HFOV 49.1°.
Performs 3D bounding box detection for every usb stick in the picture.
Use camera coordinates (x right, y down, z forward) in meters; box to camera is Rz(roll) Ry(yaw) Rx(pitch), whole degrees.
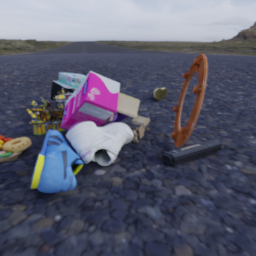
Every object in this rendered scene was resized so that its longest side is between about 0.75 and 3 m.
[{"bbox_3d":[1.942,0.711,8.384,2.062,0.336,0.572,-12,20,-29],"label":"usb stick"}]

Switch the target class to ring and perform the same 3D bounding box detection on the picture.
[{"bbox_3d":[1.776,-0.828,8.619,0.278,2.901,2.901,12,19,-2],"label":"ring"}]

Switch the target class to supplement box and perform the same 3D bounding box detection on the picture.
[{"bbox_3d":[-1.272,-0.693,9.190,1.117,1.093,2.161,20,-34,-26],"label":"supplement box"}]

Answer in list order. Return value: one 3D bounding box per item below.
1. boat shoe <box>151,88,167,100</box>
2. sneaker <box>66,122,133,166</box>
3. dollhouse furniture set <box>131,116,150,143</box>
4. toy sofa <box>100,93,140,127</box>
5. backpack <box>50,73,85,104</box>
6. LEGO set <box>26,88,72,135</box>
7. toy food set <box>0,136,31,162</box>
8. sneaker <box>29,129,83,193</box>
[{"bbox_3d":[1.645,-1.913,15.654,0.612,0.665,1.862,1,14,27],"label":"boat shoe"},{"bbox_3d":[-0.651,0.536,8.317,2.644,0.990,1.317,-1,56,-54],"label":"sneaker"},{"bbox_3d":[0.464,0.026,9.473,0.507,0.780,0.716,16,44,33],"label":"dollhouse furniture set"},{"bbox_3d":[-0.418,-0.412,9.810,0.836,0.985,2.020,19,-17,-18],"label":"toy sofa"},{"bbox_3d":[-2.501,-1.813,13.704,2.125,1.600,1.886,9,14,-42],"label":"backpack"},{"bbox_3d":[-2.979,-0.847,11.087,2.020,1.522,2.627,-3,19,-8],"label":"LEGO set"},{"bbox_3d":[-4.007,0.607,8.566,1.710,0.416,1.692,13,23,32],"label":"toy food set"},{"bbox_3d":[-1.795,0.846,7.345,1.123,0.944,2.864,12,15,-14],"label":"sneaker"}]
